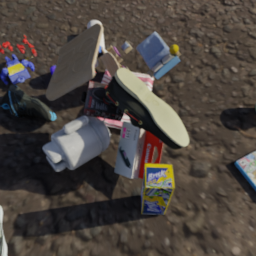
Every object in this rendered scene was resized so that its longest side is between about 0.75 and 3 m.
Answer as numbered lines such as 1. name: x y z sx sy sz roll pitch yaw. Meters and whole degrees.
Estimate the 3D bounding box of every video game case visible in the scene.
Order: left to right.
1. video game case: 4.986 1.349 9.464 2.223 0.198 1.591 -24 60 -15

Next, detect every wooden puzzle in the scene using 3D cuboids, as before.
1. wooden puzzle: -1.608 -2.029 8.910 2.068 0.517 2.232 -22 50 32

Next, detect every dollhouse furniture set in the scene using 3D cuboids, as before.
1. dollhouse furniture set: 0.334 -2.948 10.423 2.424 1.582 2.289 -36 66 15

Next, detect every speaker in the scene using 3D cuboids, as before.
1. speaker: -1.452 -4.009 12.586 0.709 0.709 1.746 -6 58 -4

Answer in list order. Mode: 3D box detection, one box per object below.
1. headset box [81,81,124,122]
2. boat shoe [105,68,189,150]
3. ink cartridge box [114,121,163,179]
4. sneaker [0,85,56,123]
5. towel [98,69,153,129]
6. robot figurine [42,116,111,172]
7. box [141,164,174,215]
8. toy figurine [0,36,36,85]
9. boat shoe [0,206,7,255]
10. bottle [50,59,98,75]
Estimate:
1. headset box: -0.786 -0.834 8.745 1.347 0.505 1.001 11 66 -9
2. boat shoe: 0.543 -0.427 8.127 2.893 0.907 1.058 44 37 5
3. ink cartridge box: 0.328 0.750 8.815 1.523 0.382 1.755 11 92 45
4. sneaker: -3.738 -0.686 10.498 2.433 0.891 0.997 28 77 24
5. towel: -0.215 -1.211 10.961 2.084 0.426 2.848 11 58 6
6. robot figurine: -1.526 0.460 8.974 2.283 1.936 1.289 -32 57 -23
7. box: 0.775 1.803 7.930 0.760 2.169 0.697 1 55 1
8. toy figurine: -4.759 -2.380 11.254 2.539 1.339 1.521 -27 67 -15
9. boat shoe: -3.998 3.088 8.041 0.730 0.718 2.025 -16 59 -10
10. bottle: -2.202 -2.457 11.636 1.938 0.633 0.810 -23 61 -14
